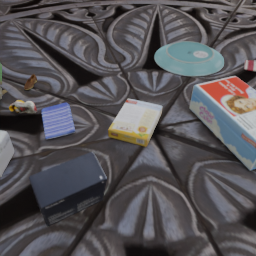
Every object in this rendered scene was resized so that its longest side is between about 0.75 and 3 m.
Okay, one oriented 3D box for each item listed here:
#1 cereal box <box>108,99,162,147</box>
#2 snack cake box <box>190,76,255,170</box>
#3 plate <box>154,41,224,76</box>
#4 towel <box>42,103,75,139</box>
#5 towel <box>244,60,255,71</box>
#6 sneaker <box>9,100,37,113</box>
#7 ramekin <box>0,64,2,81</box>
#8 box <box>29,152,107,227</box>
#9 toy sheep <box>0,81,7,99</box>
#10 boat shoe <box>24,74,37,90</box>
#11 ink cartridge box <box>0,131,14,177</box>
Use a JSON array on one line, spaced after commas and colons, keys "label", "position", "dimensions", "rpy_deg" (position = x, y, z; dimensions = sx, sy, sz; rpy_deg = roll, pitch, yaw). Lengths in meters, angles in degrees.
[{"label": "cereal box", "position": [0.260, -0.222, 8.634], "dimensions": [1.203, 0.331, 1.673], "rpy_deg": [15, 44, 16]}, {"label": "snack cake box", "position": [3.322, -0.295, 8.184], "dimensions": [1.654, 0.966, 2.876], "rpy_deg": [-16, 45, -19]}, {"label": "plate", "position": [2.582, -3.073, 11.812], "dimensions": [2.928, 0.374, 2.928], "rpy_deg": [0, 41, 0]}, {"label": "towel", "position": [-2.147, -0.245, 8.539], "dimensions": [0.886, 0.146, 1.224], "rpy_deg": [-15, 52, -9]}, {"label": "towel", "position": [5.228, -2.470, 11.336], "dimensions": [0.988, 0.112, 0.712], "rpy_deg": [12, 45, 16]}, {"label": "sneaker", "position": [-3.336, -0.606, 8.914], "dimensions": [1.069, 0.416, 0.439], "rpy_deg": [5, 30, 31]}, {"label": "ramekin", "position": [-4.809, -1.632, 7.966], "dimensions": [2.103, 2.103, 1.027], "rpy_deg": [-11, 15, -12]}, {"label": "box", "position": [-1.259, 1.326, 6.035], "dimensions": [1.393, 1.269, 0.725], "rpy_deg": [-21, 63, -23]}, {"label": "toy sheep", "position": [-4.633, -1.189, 9.320], "dimensions": [1.345, 0.928, 0.928], "rpy_deg": [7, 39, 36]}, {"label": "boat shoe", "position": [-3.624, -1.696, 10.338], "dimensions": [0.287, 0.269, 0.797], "rpy_deg": [7, 42, 8]}, {"label": "ink cartridge box", "position": [-4.174, 0.770, 7.163], "dimensions": [1.941, 0.804, 1.414], "rpy_deg": [4, 42, 5]}]
